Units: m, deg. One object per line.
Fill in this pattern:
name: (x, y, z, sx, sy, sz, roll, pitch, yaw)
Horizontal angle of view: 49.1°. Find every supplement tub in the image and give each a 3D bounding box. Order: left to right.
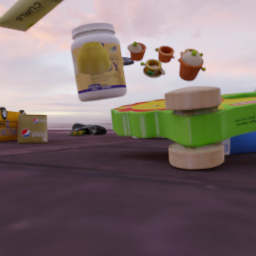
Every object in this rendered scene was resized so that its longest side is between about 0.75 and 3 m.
supplement tub: (-1.052, -2.224, 9.858, 1.785, 2.455, 1.785, -9, 4, 1)

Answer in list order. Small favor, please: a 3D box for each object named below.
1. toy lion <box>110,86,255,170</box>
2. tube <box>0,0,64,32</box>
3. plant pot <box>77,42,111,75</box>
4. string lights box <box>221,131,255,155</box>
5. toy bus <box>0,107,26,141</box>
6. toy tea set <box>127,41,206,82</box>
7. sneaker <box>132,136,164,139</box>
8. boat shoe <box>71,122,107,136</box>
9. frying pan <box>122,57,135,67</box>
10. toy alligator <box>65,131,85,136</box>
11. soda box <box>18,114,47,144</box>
toy lion: (1.014, -0.214, 3.820, 2.384, 0.819, 2.286, -9, 10, -13)
tube: (-1.967, -2.794, 6.242, 2.436, 0.632, 0.707, -21, -46, 32)
plant pot: (-0.969, -1.968, 7.723, 0.970, 0.688, 0.970, -3, 32, 2)
string lights box: (1.745, 0.141, 4.835, 1.776, 0.524, 0.913, 0, 0, -36)
toy bus: (-3.860, -0.102, 8.400, 0.813, 0.978, 2.499, -2, 0, 1)
toy tea set: (1.265, -2.373, 9.115, 2.645, 1.573, 0.979, 4, -40, -2)
sneaker: (0.765, -0.110, 10.598, 1.569, 1.000, 2.716, 3, 1, -8)
boat shoe: (-1.829, 0.168, 13.469, 1.768, 0.635, 0.598, 7, 33, -25)
frying pan: (-0.316, -3.125, 12.870, 1.178, 0.317, 1.947, -3, 27, -3)
toy alligator: (-2.348, 0.277, 12.445, 0.948, 0.228, 0.314, -6, -1, 9)
soda box: (-2.711, 0.013, 8.039, 0.716, 0.757, 2.235, 0, 0, -18)
